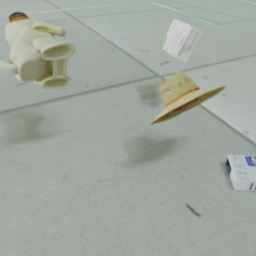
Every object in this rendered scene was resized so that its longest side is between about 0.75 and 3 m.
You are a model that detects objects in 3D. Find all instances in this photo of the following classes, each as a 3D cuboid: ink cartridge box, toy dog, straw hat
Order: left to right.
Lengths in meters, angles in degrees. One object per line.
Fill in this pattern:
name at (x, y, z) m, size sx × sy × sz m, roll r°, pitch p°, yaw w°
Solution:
toy dog at (-3.137, -2.561, 9.151) m, size 2.485 × 1.788 × 2.563 m, roll -19°, pitch 56°, yaw -19°
straw hat at (1.595, -1.130, 8.744) m, size 2.664 × 2.664 × 1.128 m, roll -23°, pitch 82°, yaw -28°
ink cartridge box at (2.231, -3.599, 11.629) m, size 0.783 × 1.362 × 2.326 m, roll 21°, pitch 22°, yaw -19°
ink cartridge box at (4.706, 1.497, 9.271) m, size 2.596 × 0.509 × 1.291 m, roll 1°, pitch 36°, yaw 4°
